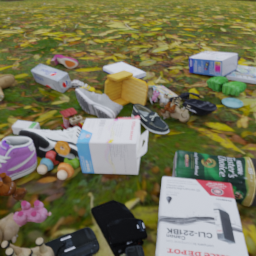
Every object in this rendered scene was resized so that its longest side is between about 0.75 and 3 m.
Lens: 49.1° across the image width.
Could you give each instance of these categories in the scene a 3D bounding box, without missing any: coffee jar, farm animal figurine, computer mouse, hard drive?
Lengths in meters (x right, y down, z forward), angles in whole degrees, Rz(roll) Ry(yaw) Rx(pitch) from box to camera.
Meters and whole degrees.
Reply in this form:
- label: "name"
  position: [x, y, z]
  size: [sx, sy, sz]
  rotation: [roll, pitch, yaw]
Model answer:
- label: "coffee jar"
  position: [2.711, 1.484, 8.352]
  size: [2.737, 1.168, 1.428]
  rotation: [5, 33, 7]
- label: "farm animal figurine"
  position: [1.833, -0.864, 12.474]
  size: [1.464, 0.911, 1.812]
  rotation: [9, 25, -22]
- label: "computer mouse"
  position: [3.226, -1.100, 13.148]
  size: [2.314, 0.533, 1.625]
  rotation: [22, 33, 38]
- label: "farm animal figurine"
  position: [-3.099, 2.602, 6.545]
  size: [2.723, 1.436, 2.754]
  rotation: [-29, 48, -19]
- label: "hard drive"
  position: [-0.251, -3.388, 16.884]
  size: [1.503, 0.289, 2.278]
  rotation: [-23, 39, -32]

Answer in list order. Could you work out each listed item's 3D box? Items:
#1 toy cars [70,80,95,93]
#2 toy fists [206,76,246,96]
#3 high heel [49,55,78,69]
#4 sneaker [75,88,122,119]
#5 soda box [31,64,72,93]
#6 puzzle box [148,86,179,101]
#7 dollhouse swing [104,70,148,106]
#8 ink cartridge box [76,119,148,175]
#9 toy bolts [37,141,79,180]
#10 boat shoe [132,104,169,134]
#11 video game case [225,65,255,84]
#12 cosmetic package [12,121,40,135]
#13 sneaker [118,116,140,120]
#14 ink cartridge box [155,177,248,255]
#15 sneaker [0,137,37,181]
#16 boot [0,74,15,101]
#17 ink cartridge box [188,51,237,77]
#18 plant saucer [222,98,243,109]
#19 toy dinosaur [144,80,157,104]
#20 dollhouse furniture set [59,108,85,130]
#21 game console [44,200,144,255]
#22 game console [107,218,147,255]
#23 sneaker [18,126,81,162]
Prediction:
- label: "toy cars"
  position: [-2.528, -2.242, 14.967]
  size: [0.822, 0.406, 1.833]
  rotation: [-26, 40, -35]
- label: "toy fists"
  position: [5.048, -2.167, 14.626]
  size: [1.027, 0.693, 2.015]
  rotation: [-16, 34, -36]
- label: "high heel"
  position: [-3.918, -4.369, 18.033]
  size: [2.251, 0.758, 1.080]
  rotation: [5, 41, 32]
- label: "sneaker"
  position: [-1.361, -1.123, 12.645]
  size: [2.530, 0.945, 1.037]
  rotation: [34, 57, 25]
- label: "soda box"
  position: [-4.170, -2.704, 15.191]
  size: [2.386, 0.814, 0.757]
  rotation: [24, 56, 32]
- label: "puzzle box"
  position: [1.753, -1.778, 14.224]
  size: [1.049, 0.201, 1.577]
  rotation: [-3, 30, -30]
- label: "dollhouse swing"
  position: [-0.102, -1.573, 12.884]
  size: [1.440, 1.585, 1.393]
  rotation: [-26, 51, -34]
- label: "ink cartridge box"
  position: [-0.429, 0.623, 9.410]
  size: [2.174, 1.362, 1.398]
  rotation: [2, 35, 8]
- label: "toy bolts"
  position: [-2.405, 1.109, 9.131]
  size: [1.224, 1.169, 0.849]
  rotation: [-3, 30, 24]
- label: "boat shoe"
  position: [0.902, -0.407, 11.836]
  size: [0.786, 0.627, 2.080]
  rotation: [-25, 41, -39]
- label: "video game case"
  position: [7.151, -3.164, 16.552]
  size: [2.389, 0.263, 2.177]
  rotation: [14, 35, 21]
- label: "cosmetic package"
  position: [-4.137, 0.033, 11.374]
  size: [0.946, 0.401, 0.509]
  rotation: [7, 37, 9]
- label: "sneaker"
  position: [-0.117, -0.243, 11.427]
  size: [1.447, 0.533, 0.628]
  rotation: [-28, 68, -30]
- label: "ink cartridge box"
  position: [1.660, 2.515, 6.789]
  size: [1.885, 1.094, 2.612]
  rotation: [4, 33, 7]
- label: "sneaker"
  position: [-4.104, 1.110, 8.536]
  size: [0.975, 1.534, 2.690]
  rotation: [35, 46, 24]
- label: "boot"
  position: [-6.552, -1.954, 14.343]
  size: [1.748, 0.660, 1.996]
  rotation: [-26, 37, -14]
- label: "ink cartridge box"
  position: [4.906, -3.903, 16.841]
  size: [1.815, 1.016, 2.660]
  rotation: [-27, 34, -35]
- label: "plant saucer"
  position: [4.991, -1.147, 13.453]
  size: [0.985, 0.177, 0.985]
  rotation: [1, 32, 0]
- label: "toy dinosaur"
  position: [0.391, -1.935, 13.958]
  size: [2.426, 0.934, 1.240]
  rotation: [12, 17, 11]
- label: "dollhouse furniture set"
  position: [-2.154, -0.086, 11.246]
  size: [0.605, 0.801, 1.488]
  rotation: [-22, 44, -29]
- label: "game console"
  position: [-0.982, 2.765, 7.147]
  size: [2.598, 0.313, 1.533]
  rotation: [-14, 35, -24]
- label: "game console"
  position: [0.072, 2.904, 6.651]
  size: [0.925, 0.189, 1.568]
  rotation: [-6, 49, -13]
- label: "sneaker"
  position: [-2.635, 0.439, 10.344]
  size: [2.519, 0.951, 1.450]
  rotation: [18, 31, 9]
